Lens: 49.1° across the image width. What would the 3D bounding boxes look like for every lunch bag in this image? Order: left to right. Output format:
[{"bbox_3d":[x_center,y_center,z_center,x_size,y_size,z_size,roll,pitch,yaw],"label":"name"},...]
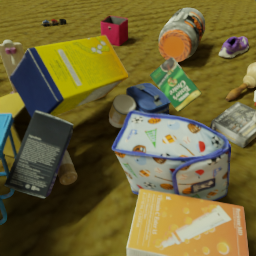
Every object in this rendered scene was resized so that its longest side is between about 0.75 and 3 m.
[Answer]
[{"bbox_3d":[0.544,-0.647,7.873,0.923,0.899,1.359,-22,44,-24],"label":"lunch bag"},{"bbox_3d":[0.910,0.686,5.405,1.991,1.693,1.233,7,53,23],"label":"lunch bag"}]

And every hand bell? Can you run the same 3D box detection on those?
[{"bbox_3d":[3.716,-1.332,8.984,1.610,0.838,0.838,-36,51,-20],"label":"hand bell"}]

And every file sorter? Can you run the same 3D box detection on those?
[{"bbox_3d":[-3.178,1.273,4.907,1.969,1.741,2.838,-2,39,-7],"label":"file sorter"}]

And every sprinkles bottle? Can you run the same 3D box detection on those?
[{"bbox_3d":[-1.548,0.762,6.563,0.408,0.408,1.196,-17,45,-19],"label":"sprinkles bottle"}]

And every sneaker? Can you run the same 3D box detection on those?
[{"bbox_3d":[4.339,-3.360,11.222,0.691,0.715,1.713,31,49,31],"label":"sneaker"}]

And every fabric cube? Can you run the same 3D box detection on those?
[{"bbox_3d":[-0.583,-4.181,12.039,0.897,0.912,0.915,17,43,18],"label":"fabric cube"}]

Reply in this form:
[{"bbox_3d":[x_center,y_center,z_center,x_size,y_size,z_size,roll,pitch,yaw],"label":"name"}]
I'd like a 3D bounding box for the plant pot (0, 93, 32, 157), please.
[{"bbox_3d":[-2.947,-0.096,7.039,1.300,1.271,1.263,4,40,15],"label":"plant pot"}]

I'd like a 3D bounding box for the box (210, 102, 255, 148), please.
[{"bbox_3d":[3.080,-0.126,7.692,1.316,0.318,1.043,-32,50,-30],"label":"box"}]

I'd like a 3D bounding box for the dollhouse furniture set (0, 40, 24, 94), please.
[{"bbox_3d":[-2.445,-2.044,8.677,2.801,1.988,2.219,-8,41,-9],"label":"dollhouse furniture set"}]

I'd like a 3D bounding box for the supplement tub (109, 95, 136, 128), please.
[{"bbox_3d":[-0.177,-0.438,7.582,0.599,0.828,0.599,8,56,-13],"label":"supplement tub"}]

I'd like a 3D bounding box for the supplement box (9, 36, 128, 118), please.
[{"bbox_3d":[-1.361,-1.240,6.806,2.334,1.270,1.278,-29,90,-45],"label":"supplement box"}]

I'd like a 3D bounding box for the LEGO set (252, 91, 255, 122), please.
[{"bbox_3d":[4.348,-0.392,7.607,1.787,0.587,2.392,22,39,13],"label":"LEGO set"}]

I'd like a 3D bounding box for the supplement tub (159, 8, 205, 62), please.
[{"bbox_3d":[2.089,-3.607,10.918,1.483,1.483,2.420,14,43,16],"label":"supplement tub"}]

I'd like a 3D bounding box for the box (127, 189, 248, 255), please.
[{"bbox_3d":[0.984,1.911,4.839,1.841,0.897,1.145,8,43,8],"label":"box"}]

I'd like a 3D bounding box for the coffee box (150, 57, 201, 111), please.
[{"bbox_3d":[1.092,-1.005,6.467,1.099,0.676,0.242,54,20,6],"label":"coffee box"}]

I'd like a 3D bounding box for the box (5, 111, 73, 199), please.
[{"bbox_3d":[-1.720,0.545,5.646,0.780,1.106,1.495,20,79,-8],"label":"box"}]

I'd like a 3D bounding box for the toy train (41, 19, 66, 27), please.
[{"bbox_3d":[-3.617,-5.163,13.680,1.207,0.276,0.206,-12,41,-13],"label":"toy train"}]
